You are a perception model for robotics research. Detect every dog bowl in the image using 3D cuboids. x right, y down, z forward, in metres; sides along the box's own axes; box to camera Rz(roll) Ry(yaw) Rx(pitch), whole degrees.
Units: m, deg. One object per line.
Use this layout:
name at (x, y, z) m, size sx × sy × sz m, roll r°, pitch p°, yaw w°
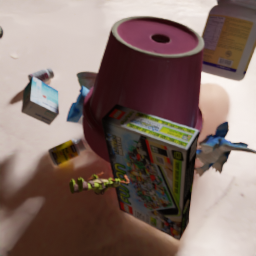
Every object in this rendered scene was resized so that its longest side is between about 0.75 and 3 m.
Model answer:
dog bowl at (-1.377, -0.605, 7.850) m, size 0.301 × 1.214 × 0.677 m, roll 22°, pitch 40°, yaw -22°

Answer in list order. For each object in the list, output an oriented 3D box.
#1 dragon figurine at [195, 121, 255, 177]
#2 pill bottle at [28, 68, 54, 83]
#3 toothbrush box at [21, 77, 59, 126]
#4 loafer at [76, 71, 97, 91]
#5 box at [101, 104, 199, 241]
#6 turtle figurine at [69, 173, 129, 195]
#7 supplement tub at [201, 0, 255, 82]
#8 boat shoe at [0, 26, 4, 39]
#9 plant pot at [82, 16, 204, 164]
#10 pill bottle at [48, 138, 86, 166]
dragon figurine at (1.920, 0.354, 5.722) m, size 1.184 × 2.382 × 0.701 m, roll -37°, pitch 82°, yaw -23°
pill bottle at (-3.148, -1.851, 10.170) m, size 0.848 × 0.480 × 0.480 m, roll -31°, pitch 51°, yaw -30°
toothbrush box at (-2.409, -0.744, 7.732) m, size 0.861 × 0.502 × 1.176 m, roll 30°, pitch 29°, yaw -33°
loafer at (-0.738, -1.317, 8.517) m, size 1.833 × 0.626 × 0.694 m, roll 1°, pitch 5°, yaw -35°
box at (0.431, 0.956, 5.268) m, size 1.525 × 2.771 × 0.481 m, roll 19°, pitch 49°, yaw 26°
turtle figurine at (-0.427, 0.752, 3.690) m, size 0.651 × 0.260 × 0.807 m, roll 4°, pitch -3°, yaw -39°
supplement tub at (3.360, -2.983, 9.335) m, size 1.847 × 2.540 × 1.847 m, roll 13°, pitch 17°, yaw -4°
boat shoe at (-4.239, -3.032, 8.003) m, size 2.038 × 0.733 × 0.661 m, roll 26°, pitch 15°, yaw 18°
plant pot at (0.434, -0.911, 6.420) m, size 2.951 × 2.641 × 2.951 m, roll 5°, pitch 42°, yaw -4°
pill bottle at (-1.600, 0.609, 7.389) m, size 0.906 × 0.495 × 0.495 m, roll -25°, pitch 47°, yaw -13°
